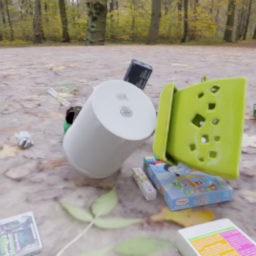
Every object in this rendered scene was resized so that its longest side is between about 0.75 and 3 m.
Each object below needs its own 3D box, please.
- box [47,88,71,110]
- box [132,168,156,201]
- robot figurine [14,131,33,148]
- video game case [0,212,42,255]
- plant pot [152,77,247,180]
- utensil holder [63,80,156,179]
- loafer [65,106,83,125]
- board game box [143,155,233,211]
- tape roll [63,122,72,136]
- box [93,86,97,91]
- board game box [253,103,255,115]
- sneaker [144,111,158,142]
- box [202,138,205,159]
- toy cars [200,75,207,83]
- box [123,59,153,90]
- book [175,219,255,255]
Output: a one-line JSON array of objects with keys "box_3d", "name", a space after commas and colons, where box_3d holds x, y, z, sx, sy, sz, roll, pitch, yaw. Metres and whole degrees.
[{"box_3d": [-1.832, -0.776, 7.471, 0.777, 0.150, 0.161, 39, 76, 20], "name": "box"}, {"box_3d": [0.475, 1.730, 8.827, 0.303, 0.283, 1.463, -6, 23, -15], "name": "box"}, {"box_3d": [-4.294, 0.469, 11.540, 0.828, 0.552, 0.977, 34, 5, -30], "name": "robot figurine"}, {"box_3d": [-2.858, 2.653, 6.740, 1.301, 0.167, 1.431, -11, 25, -24], "name": "video game case"}, {"box_3d": [2.019, 0.080, 7.776, 2.200, 2.424, 2.412, 5, -10, 21], "name": "plant pot"}, {"box_3d": [-0.608, 0.110, 8.618, 2.165, 2.548, 2.165, 15, 54, -22], "name": "utensil holder"}, {"box_3d": [-2.246, -0.503, 11.629, 0.811, 0.829, 2.272, 6, 7, -29], "name": "loafer"}, {"box_3d": [1.771, 1.565, 8.992, 1.923, 0.465, 2.542, -5, 24, -14], "name": "board game box"}, {"box_3d": [-1.652, -0.033, 12.611, 2.451, 0.589, 2.451, -3, 21, 1], "name": "tape roll"}, {"box_3d": [-0.630, -0.949, 11.158, 1.051, 1.645, 0.896, -15, 57, 5], "name": "box"}, {"box_3d": [7.570, -0.908, 13.810, 2.575, 0.375, 1.733, 1, -6, 23], "name": "board game box"}, {"box_3d": [0.975, -0.280, 10.965, 2.476, 1.120, 0.823, -32, 40, 30], "name": "sneaker"}, {"box_3d": [2.003, 0.607, 9.627, 1.591, 0.328, 1.241, 23, 53, 41], "name": "box"}, {"box_3d": [2.734, -1.285, 10.706, 0.374, 0.757, 1.688, 25, 67, 11], "name": "toy cars"}, {"box_3d": [0.423, -2.327, 12.205, 0.940, 1.032, 0.537, 18, 30, -17], "name": "box"}, {"box_3d": [2.295, 2.887, 5.739, 1.570, 0.565, 2.351, -8, 24, -24], "name": "book"}]
